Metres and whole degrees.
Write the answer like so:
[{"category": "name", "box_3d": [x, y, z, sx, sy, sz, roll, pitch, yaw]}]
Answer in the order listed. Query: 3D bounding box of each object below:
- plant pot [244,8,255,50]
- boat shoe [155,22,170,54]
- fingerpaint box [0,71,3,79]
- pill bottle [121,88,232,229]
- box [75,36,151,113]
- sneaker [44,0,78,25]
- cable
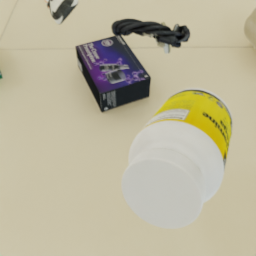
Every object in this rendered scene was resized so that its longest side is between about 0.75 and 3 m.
[{"category": "plant pot", "box_3d": [5.004, -3.126, 9.294, 2.192, 2.192, 2.007, -9, 42, -6]}, {"category": "boat shoe", "box_3d": [0.741, -1.952, 6.197, 0.289, 0.844, 0.316, -21, 55, 5]}, {"category": "fingerpaint box", "box_3d": [-5.585, -2.052, 8.913, 2.508, 0.920, 2.092, -25, 60, -11]}, {"category": "pill bottle", "box_3d": [0.806, 0.325, 4.203, 1.308, 1.308, 2.326, 21, 31, 15]}, {"category": "box", "box_3d": [-0.520, -1.797, 8.878, 1.642, 0.917, 2.326, -19, 56, -16]}, {"category": "sneaker", "box_3d": [-1.908, -3.348, 7.202, 0.788, 0.855, 2.138, -43, 40, 8]}, {"category": "cable", "box_3d": [0.438, -2.076, 6.170, 1.628, 0.507, 1.995, 5, 20, -4]}]
